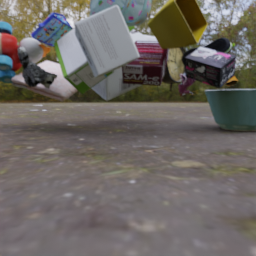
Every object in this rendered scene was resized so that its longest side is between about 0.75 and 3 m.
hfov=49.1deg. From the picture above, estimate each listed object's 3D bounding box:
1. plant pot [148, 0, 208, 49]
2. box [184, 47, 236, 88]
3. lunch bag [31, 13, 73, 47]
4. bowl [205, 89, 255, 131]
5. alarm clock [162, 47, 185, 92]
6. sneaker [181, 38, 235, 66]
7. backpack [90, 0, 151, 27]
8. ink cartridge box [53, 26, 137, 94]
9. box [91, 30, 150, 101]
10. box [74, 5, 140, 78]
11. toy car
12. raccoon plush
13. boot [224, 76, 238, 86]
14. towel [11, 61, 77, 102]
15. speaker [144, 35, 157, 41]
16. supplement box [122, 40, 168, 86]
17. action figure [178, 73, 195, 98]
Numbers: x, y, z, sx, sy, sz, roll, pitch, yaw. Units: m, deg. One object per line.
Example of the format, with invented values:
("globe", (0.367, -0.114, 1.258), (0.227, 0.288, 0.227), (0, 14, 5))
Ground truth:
("plant pot", (1.530, -3.399, 9.060), (1.294, 1.468, 1.467), (-16, 30, 41))
("box", (2.791, -2.108, 9.582), (0.940, 0.816, 1.423), (-38, 47, -25))
("lunch bag", (-2.819, -3.587, 10.033), (1.099, 0.686, 1.459), (-37, 2, 14))
("bowl", (4.562, -0.742, 11.072), (2.990, 1.564, 2.990), (0, 8, 0))
("alarm clock", (1.852, -3.171, 12.649), (0.895, 2.690, 1.814), (7, 35, 39))
("sneaker", (3.534, -3.209, 12.399), (2.305, 0.826, 0.954), (-13, -7, 35))
("backpack", (-0.208, -3.610, 7.841), (1.678, 1.475, 1.286), (9, 9, 9))
("ink cartridge box", (-1.003, -2.797, 9.582), (2.787, 2.060, 1.056), (-32, -37, 11))
("box", (-0.511, -3.107, 13.480), (2.567, 2.581, 1.687), (-29, 53, -30))
("box", (-0.545, -1.999, 6.738), (1.084, 1.259, 1.265), (-26, 11, -5))
("toy car", (-4.078, -2.912, 11.012), (1.997, 1.841, 1.766), (-3, -20, -15))
("raccoon plush", (-3.101, -2.114, 9.826), (0.753, 1.557, 1.043), (18, 33, 34))
("boot", (3.712, -2.040, 11.390), (1.322, 0.465, 0.946), (-7, 44, -6))
("towel", (-3.001, -1.958, 11.433), (2.398, 0.405, 2.511), (18, 34, 12))
("speaker", (1.518, -4.226, 14.815), (2.686, 1.091, 1.091), (21, 17, 31))
("supplement box", (0.689, -2.391, 10.013), (1.340, 0.749, 2.461), (6, 35, 12))
("action figure", (2.513, -1.809, 12.369), (0.720, 1.075, 0.801), (36, 29, 27))
